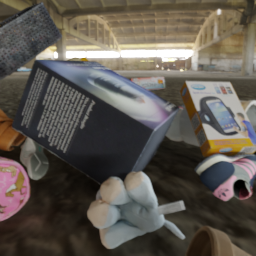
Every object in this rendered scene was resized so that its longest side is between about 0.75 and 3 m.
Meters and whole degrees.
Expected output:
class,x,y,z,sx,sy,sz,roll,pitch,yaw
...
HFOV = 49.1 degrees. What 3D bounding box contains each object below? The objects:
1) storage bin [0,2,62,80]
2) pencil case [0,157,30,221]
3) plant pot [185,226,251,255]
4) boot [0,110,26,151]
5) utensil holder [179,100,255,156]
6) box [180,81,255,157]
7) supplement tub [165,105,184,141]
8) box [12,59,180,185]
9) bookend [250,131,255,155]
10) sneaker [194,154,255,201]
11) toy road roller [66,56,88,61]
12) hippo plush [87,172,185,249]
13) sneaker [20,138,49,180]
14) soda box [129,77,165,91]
class,x,y,z,sx,sy,sz,roll,pitch,yaw
storage bin,-2.568,-1.926,6.270,1.820,0.853,1.230,-44,35,-24
pencil case,-2.949,0.833,5.257,2.664,1.103,1.153,12,31,39
plant pot,1.039,1.590,2.765,0.856,0.982,0.982,19,15,2
boot,-3.137,0.106,5.647,1.605,0.764,2.075,29,33,-1
utensil holder,2.656,-0.096,8.119,1.851,1.573,1.573,13,18,43
box,2.114,-0.376,6.736,1.304,0.454,2.191,-2,58,-16
supplement tub,1.992,-0.242,9.599,1.142,1.142,1.627,11,18,40
box,-0.493,-0.253,6.220,2.600,1.616,2.622,31,21,10
bookend,4.149,0.637,6.699,1.746,0.809,1.757,-3,15,-8
sneaker,2.213,1.034,5.605,2.085,0.731,0.855,2,45,-38
toy road roller,-1.932,-1.319,11.389,1.640,2.669,1.948,-35,-4,-26
hippo plush,0.024,1.054,4.322,1.366,1.088,1.099,-5,13,-12
sneaker,-2.283,0.750,6.706,0.502,0.572,1.427,37,18,-39
soda box,0.518,-1.295,8.362,1.141,0.363,0.390,-7,2,-25
